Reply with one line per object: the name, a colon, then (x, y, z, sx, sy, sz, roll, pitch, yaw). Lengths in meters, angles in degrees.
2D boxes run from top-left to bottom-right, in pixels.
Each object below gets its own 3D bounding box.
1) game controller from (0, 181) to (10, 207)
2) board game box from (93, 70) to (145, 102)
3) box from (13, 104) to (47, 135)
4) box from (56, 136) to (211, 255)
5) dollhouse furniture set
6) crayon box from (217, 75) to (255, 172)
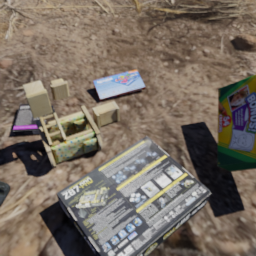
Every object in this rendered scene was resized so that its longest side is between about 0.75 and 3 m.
game controller: (-3.860, 1.659, 7.356, 1.452, 0.306, 0.757, 12, 62, 12)
board game box: (-0.334, -1.559, 10.226, 1.720, 0.167, 0.885, -17, 63, -12)
box: (-3.171, -0.320, 9.204, 0.934, 0.236, 1.306, -3, 48, -4)
box: (0.133, 1.750, 6.910, 2.971, 0.730, 2.395, -31, 56, -26)
dollhouse furniture set: (-1.275, -0.356, 7.854, 2.529, 2.237, 1.406, -21, 51, -17)
crayon box: (3.460, -0.218, 7.386, 0.721, 2.135, 2.474, 23, 63, -32)
